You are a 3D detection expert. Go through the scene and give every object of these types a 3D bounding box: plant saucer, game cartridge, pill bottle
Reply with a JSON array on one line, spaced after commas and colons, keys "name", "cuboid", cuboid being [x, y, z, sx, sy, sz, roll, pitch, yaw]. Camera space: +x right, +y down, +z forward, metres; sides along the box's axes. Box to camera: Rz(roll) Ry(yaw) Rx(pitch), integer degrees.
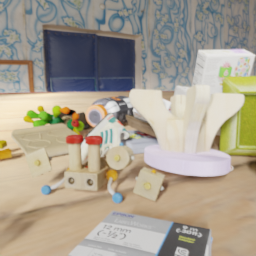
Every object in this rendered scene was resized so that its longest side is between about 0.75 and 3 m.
[{"name": "plant saucer", "cuboid": [0.961, 0.106, 8.969, 2.297, 0.338, 2.297, 20, 3, -1]}, {"name": "game cartridge", "cuboid": [0.195, 0.425, 9.280, 1.372, 0.421, 2.062, -8, 12, -21]}, {"name": "plant saucer", "cuboid": [3.631, -0.227, 7.366, 2.232, 2.229, 0.534, 1, 15, 12]}, {"name": "pill bottle", "cuboid": [-0.808, -0.679, 12.527, 1.390, 1.390, 2.618, 5, 12, 24]}]

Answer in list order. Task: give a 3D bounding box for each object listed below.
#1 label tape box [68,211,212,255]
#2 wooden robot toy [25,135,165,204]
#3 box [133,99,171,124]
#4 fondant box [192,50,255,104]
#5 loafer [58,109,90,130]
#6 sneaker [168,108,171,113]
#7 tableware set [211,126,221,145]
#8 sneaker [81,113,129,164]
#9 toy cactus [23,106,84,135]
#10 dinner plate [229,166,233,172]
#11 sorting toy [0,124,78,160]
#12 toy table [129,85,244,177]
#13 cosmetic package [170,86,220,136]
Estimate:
[{"name": "label tape box", "cuboid": [0.251, 1.399, 3.176, 1.263, 0.583, 1.762, 4, 12, 21]}, {"name": "wooden robot toy", "cuboid": [-0.583, 0.745, 5.664, 2.712, 1.195, 1.231, 3, 0, 14]}, {"name": "box", "cuboid": [0.684, -0.462, 8.162, 0.863, 0.677, 1.388, 25, -6, 6]}, {"name": "fondant box", "cuboid": [2.866, -1.317, 8.831, 1.561, 2.164, 0.630, -4, 33, -11]}, {"name": "loafer", "cuboid": [-2.702, -0.471, 12.789, 2.470, 0.881, 0.902, 7, 12, 34]}, {"name": "sneaker", "cuboid": [2.018, -0.448, 11.256, 2.035, 1.144, 0.725, -2, 25, -8]}, {"name": "tableware set", "cuboid": [2.673, -0.232, 8.587, 2.324, 1.536, 0.466, -4, 33, 36]}, {"name": "sneaker", "cuboid": [-0.638, 0.455, 7.461, 1.007, 0.758, 2.154, 41, 39, -2]}, {"name": "toy cactus", "cuboid": [-2.640, -0.127, 10.877, 2.654, 1.357, 2.190, 1, -9, 23]}, {"name": "dinner plate", "cuboid": [2.064, 0.980, 6.819, 0.926, 0.112, 0.926, 1, 8, 0]}, {"name": "sorting toy", "cuboid": [-2.819, 0.488, 8.540, 2.752, 0.368, 2.050, -9, 24, -32]}, {"name": "toy table", "cuboid": [1.398, -0.002, 6.740, 2.749, 1.751, 2.991, 2, 2, -14]}, {"name": "cosmetic package", "cuboid": [3.060, -0.597, 10.428, 2.787, 1.500, 1.182, 4, 21, -17]}]
